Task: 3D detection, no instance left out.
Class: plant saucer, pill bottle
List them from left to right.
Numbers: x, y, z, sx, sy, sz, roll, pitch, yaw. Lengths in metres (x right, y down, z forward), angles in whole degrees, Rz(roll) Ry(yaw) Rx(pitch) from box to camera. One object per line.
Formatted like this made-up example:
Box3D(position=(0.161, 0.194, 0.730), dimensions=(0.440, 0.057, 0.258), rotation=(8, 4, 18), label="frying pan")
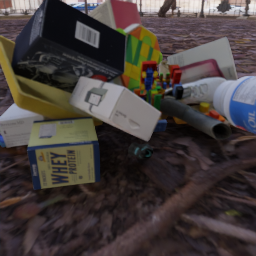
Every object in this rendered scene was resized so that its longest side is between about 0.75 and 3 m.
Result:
Box3D(position=(-2.157, -1.035, 7.339), dimensions=(2.553, 0.619, 2.553), rotation=(22, 26, -49), label="plant saucer")
Box3D(position=(3.307, -0.539, 6.925), dimensions=(1.413, 1.413, 2.519), rotation=(-9, 16, -18), label="pill bottle")

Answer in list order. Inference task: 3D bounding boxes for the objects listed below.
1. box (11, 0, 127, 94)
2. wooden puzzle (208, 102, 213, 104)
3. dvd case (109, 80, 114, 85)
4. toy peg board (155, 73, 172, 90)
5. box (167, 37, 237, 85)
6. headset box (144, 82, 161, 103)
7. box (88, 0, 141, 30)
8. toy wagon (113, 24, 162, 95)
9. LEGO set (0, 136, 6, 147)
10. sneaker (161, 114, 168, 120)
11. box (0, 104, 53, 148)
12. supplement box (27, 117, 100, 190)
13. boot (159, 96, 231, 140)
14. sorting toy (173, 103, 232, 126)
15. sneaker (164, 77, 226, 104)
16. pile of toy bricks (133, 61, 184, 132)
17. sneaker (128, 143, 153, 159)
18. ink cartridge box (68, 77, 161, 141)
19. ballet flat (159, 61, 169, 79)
Box3D(position=(-1.468, -1.818, 6.923), dimensions=(2.147, 1.118, 1.955), rotation=(16, -22, -35), label="box")
Box3D(position=(3.187, -0.826, 9.931), dimensions=(0.708, 0.084, 1.194), rotation=(12, 30, 23), label="wooden puzzle")
Box3D(position=(-0.892, -1.129, 8.335), dimensions=(1.253, 1.685, 0.135), rotation=(-1, -9, 28), label="dvd case")
Box3D(position=(1.556, -1.848, 11.422), dimensions=(1.213, 0.593, 1.208), rotation=(-1, 25, -4), label="toy peg board")
Box3D(position=(2.623, -2.031, 9.874), dimensions=(2.099, 1.144, 1.342), rotation=(-14, -25, 24), label="box")
Box3D(position=(0.276, -1.081, 9.700), dimensions=(1.473, 0.743, 1.982), rotation=(8, 27, 17), label="headset box")
Box3D(position=(-0.448, -3.409, 11.413), dimensions=(1.556, 2.855, 1.826), rotation=(-14, 2, -42), label="box")
Box3D(position=(0.193, -1.629, 8.230), dimensions=(0.503, 2.544, 1.974), rotation=(13, 1, 41), label="toy wagon")
Box3D(position=(-3.613, 0.174, 7.392), dimensions=(0.484, 0.521, 1.269), rotation=(-23, 34, -39), label="LEGO set")
Box3D(position=(0.973, -0.382, 8.830), dimensions=(0.411, 0.342, 0.912), rotation=(-7, 21, 35), label="sneaker")
Box3D(position=(-2.614, -0.168, 7.567), dimensions=(1.235, 0.812, 1.242), rotation=(-8, 26, 4), label="box")
Box3D(position=(-1.401, 0.490, 6.246), dimensions=(1.411, 0.947, 1.409), rotation=(-5, 26, -11), label="supplement box")
Box3D(position=(1.752, -0.258, 7.726), dimensions=(1.565, 0.625, 1.721), rotation=(8, 24, -29), label="boot")
Box3D(position=(2.803, -0.525, 8.894), dimensions=(2.768, 0.377, 1.558), rotation=(-11, 30, -16), label="sorting toy")
Box3D(position=(2.108, -1.107, 9.090), dimensions=(2.237, 0.833, 0.974), rotation=(-15, -2, 18), label="sneaker")
Box3D(position=(0.656, -0.968, 7.559), dimensions=(1.280, 2.307, 1.139), rotation=(-4, 45, -9), label="pile of toy bricks")
Box3D(position=(0.384, 0.586, 6.481), dimensions=(0.406, 0.386, 1.024), rotation=(22, 5, 28), label="sneaker")
Box3D(position=(-0.338, -0.470, 6.520), dimensions=(1.310, 0.757, 1.801), rotation=(29, -4, -42), label="ink cartridge box")
Box3D(position=(2.388, -2.314, 11.992), dimensions=(1.013, 1.013, 2.916), rotation=(-18, 32, -33), label="ballet flat")
